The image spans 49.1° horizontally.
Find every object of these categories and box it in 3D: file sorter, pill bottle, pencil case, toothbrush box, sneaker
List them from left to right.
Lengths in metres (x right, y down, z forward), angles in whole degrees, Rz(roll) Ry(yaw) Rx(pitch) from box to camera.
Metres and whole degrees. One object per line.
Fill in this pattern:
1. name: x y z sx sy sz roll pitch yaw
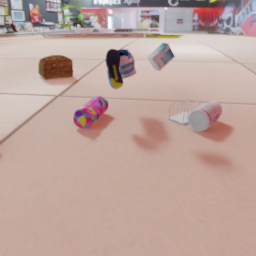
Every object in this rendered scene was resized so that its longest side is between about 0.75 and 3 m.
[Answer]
1. pencil case: -1.425 -0.654 10.989 0.865 0.865 1.956 6 24 13
2. sneaker: -0.558 -2.166 10.480 0.574 1.553 0.639 -4 -6 -10
3. sneaker: -0.210 -2.909 11.633 0.860 0.957 2.326 -24 34 4
4. toothbrush box: 1.143 -2.473 9.764 0.803 0.588 0.342 -43 34 -8
5. file sorter: 2.251 -0.667 11.172 1.110 0.691 0.770 -21 31 -38
6. pill bottle: 2.954 -0.490 10.574 0.836 0.836 1.474 17 30 34

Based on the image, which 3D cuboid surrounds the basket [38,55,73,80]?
1. basket: -4.639 -3.942 17.756 1.968 1.405 1.466 -12 27 -26
